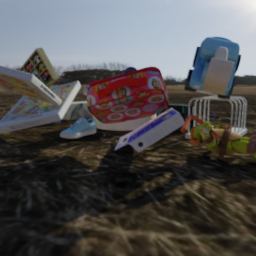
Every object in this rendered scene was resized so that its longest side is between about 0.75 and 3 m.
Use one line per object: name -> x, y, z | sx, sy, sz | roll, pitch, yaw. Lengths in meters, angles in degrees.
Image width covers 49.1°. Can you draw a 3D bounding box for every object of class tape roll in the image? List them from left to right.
tape roll -> -0.179, -0.604, 12.453 | 2.858, 0.999, 2.858 | 0, 11, 0

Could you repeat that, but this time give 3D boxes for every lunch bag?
lunch bag -> -0.043, -0.871, 7.784 | 2.218, 0.909, 1.954 | -13, -17, 11

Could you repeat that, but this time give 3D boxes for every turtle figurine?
turtle figurine -> 2.497, 0.343, 6.946 | 2.397, 0.957, 2.972 | 13, 5, 25

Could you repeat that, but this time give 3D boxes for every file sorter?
file sorter -> 3.242, -0.399, 10.037 | 1.581, 1.419, 2.279 | 7, 11, 33

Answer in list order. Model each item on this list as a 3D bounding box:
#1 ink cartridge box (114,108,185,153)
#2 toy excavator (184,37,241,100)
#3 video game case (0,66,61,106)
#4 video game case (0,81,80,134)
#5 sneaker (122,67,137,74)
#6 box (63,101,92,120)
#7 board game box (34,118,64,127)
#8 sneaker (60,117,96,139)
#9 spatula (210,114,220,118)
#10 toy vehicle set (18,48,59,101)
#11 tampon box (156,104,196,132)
ink cartridge box -> 0.593, 0.123, 8.070 | 1.967, 0.427, 1.949 | -30, 5, 7
toy excavator -> 2.486, -1.798, 7.981 | 1.487, 2.894, 2.977 | 15, -20, 12
video game case -> -2.735, -1.088, 6.853 | 1.792, 0.205, 1.630 | 17, -11, 13
video game case -> -3.487, -0.891, 11.152 | 2.677, 0.337, 2.942 | -11, 30, 13
sneaker -> 0.063, -1.892, 11.685 | 0.771, 0.858, 2.086 | 0, -30, -1
box -> -2.582, -0.955, 15.091 | 0.744, 0.895, 2.177 | 9, 14, 41
board game box -> -4.290, -0.481, 13.100 | 1.867, 0.576, 1.866 | -8, 13, -40
sneaker -> -1.741, -0.034, 9.738 | 0.583, 0.646, 1.577 | 7, 13, 32
spatula -> 4.804, -0.643, 15.425 | 0.370, 0.135, 1.310 | 6, 12, -2
toy vehicle set -> -3.242, -1.844, 9.905 | 1.881, 1.169, 0.249 | -26, 5, 45
tampon box -> 1.949, -0.443, 11.421 | 1.379, 1.033, 0.871 | 8, 12, 41
